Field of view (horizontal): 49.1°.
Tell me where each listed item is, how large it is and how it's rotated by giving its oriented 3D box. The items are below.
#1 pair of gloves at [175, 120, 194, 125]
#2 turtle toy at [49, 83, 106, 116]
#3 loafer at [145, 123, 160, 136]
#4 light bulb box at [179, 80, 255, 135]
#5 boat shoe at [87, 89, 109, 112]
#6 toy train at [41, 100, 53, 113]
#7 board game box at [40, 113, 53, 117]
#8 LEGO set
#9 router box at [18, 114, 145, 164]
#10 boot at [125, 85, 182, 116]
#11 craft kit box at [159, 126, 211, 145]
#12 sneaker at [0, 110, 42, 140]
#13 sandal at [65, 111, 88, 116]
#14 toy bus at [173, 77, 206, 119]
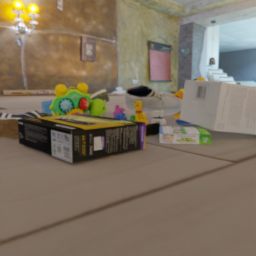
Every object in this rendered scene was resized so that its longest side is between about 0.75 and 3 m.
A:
[{"bbox_3d":[2.746,-0.204,10.943,1.740,0.198,1.399,-6,9,-39],"label":"pair of gloves"},{"bbox_3d":[-1.979,-0.845,11.113,2.268,1.653,1.146,-9,56,-26],"label":"turtle toy"},{"bbox_3d":[0.592,0.038,8.700,1.049,0.383,0.374,-9,13,-42],"label":"loafer"},{"bbox_3d":[3.171,-0.657,8.832,2.241,1.398,2.221,5,9,-17],"label":"light bulb box"},{"bbox_3d":[-2.010,-1.245,14.780,2.324,0.695,0.831,-25,4,27],"label":"boat shoe"},{"bbox_3d":[-3.754,-1.158,14.934,1.188,0.901,2.079,-5,8,5],"label":"toy train"},{"bbox_3d":[-3.884,-0.450,12.252,1.266,0.264,1.872,6,11,36],"label":"board game box"},{"bbox_3d":[0.264,-0.614,11.039,2.333,0.957,0.890,3,10,21],"label":"LEGO set"},{"bbox_3d":[-1.206,0.138,6.960,2.074,0.689,2.638,-7,12,-43],"label":"router box"},{"bbox_3d":[1.018,-1.116,11.067,2.368,0.871,1.132,2,-22,5],"label":"boot"},{"bbox_3d":[1.564,0.193,8.017,1.348,0.331,1.365,-1,9,7],"label":"craft kit box"},{"bbox_3d":[-3.657,-0.184,8.700,2.257,0.791,1.224,11,17,21],"label":"sneaker"},{"bbox_3d":[-1.557,-0.250,9.590,2.722,0.669,1.108,1,8,15],"label":"sandal"},{"bbox_3d":[2.584,-1.277,12.559,1.815,1.283,1.891,-16,-18,-40],"label":"toy bus"}]
